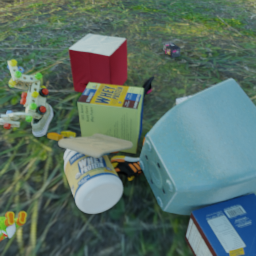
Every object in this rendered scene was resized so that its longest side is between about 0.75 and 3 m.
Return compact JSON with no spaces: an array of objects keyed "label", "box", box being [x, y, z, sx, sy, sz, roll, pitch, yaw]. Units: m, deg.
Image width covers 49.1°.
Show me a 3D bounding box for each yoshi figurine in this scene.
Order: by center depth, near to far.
[{"label":"yoshi figurine","box":[-2.885,2.241,6.621,0.617,1.098,0.615,48,29,-5]}]

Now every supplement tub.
[{"label":"supplement tub","box":[-1.061,1.334,7.979,1.320,1.320,1.825,-16,42,-19]}]

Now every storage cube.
[{"label":"storage cube","box":[-1.262,-2.836,12.601,1.938,2.038,2.267,14,42,16]}]

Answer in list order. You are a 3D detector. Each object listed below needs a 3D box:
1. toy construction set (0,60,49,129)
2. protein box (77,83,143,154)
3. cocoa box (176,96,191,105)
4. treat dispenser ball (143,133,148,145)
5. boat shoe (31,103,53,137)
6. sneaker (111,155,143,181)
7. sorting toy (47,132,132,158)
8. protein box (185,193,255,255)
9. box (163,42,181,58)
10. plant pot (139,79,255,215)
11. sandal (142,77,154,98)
[{"label":"toy construction set","box":[-3.763,-1.087,10.055,1.605,1.127,2.448,19,71,-34]},{"label":"protein box","box":[-0.534,-0.345,9.604,1.913,1.899,1.291,7,39,9]},{"label":"cocoa box","box":[2.353,-0.597,10.817,0.735,0.724,1.103,-12,40,-3]},{"label":"treat dispenser ball","box":[0.939,0.521,9.339,0.893,0.893,0.893,0,39,0]},{"label":"boat shoe","box":[-3.314,-0.462,10.794,0.687,0.592,1.908,-5,39,-6]},{"label":"sneaker","box":[0.239,1.318,8.733,1.634,0.571,0.735,5,60,0]},{"label":"sorting toy","box":[-1.146,0.439,7.911,2.128,0.285,1.586,13,13,31]},{"label":"protein box","box":[2.543,2.724,6.359,1.761,1.197,1.774,-12,40,-14]},{"label":"box","box":[2.446,-4.377,15.725,0.567,0.492,0.928,-18,43,-21]},{"label":"plant pot","box":[1.820,0.776,7.191,2.666,2.610,2.617,-17,60,-18]},{"label":"sandal","box":[0.761,-1.552,12.039,0.345,0.576,1.533,34,69,-18]}]
